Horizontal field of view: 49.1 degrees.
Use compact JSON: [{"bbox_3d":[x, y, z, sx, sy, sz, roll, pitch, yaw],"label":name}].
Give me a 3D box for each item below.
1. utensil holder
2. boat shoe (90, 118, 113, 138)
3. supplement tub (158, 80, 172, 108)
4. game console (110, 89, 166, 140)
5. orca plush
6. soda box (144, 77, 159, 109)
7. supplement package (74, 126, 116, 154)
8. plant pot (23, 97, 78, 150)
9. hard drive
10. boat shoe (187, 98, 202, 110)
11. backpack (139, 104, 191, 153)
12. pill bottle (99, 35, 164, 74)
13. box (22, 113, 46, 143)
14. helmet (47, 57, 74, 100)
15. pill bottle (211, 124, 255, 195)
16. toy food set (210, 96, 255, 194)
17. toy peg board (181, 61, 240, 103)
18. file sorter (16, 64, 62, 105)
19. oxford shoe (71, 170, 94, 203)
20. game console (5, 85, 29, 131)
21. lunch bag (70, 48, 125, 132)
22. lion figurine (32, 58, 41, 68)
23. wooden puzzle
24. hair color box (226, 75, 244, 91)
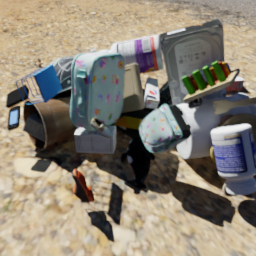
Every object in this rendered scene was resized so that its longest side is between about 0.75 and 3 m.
[{"bbox_3d":[2.765,-0.038,9.187,2.261,1.922,1.922,-9,36,-8],"label":"utensil holder"},{"bbox_3d":[-0.771,-0.002,8.213,0.777,0.266,0.290,34,54,7],"label":"boat shoe"},{"bbox_3d":[2.001,-1.474,10.655,1.207,1.970,1.207,36,24,-19],"label":"supplement tub"},{"bbox_3d":[0.255,-0.629,10.598,1.860,1.636,1.083,29,22,36],"label":"game console"},{"bbox_3d":[0.260,0.891,8.836,1.110,0.750,2.110,8,36,11],"label":"orca plush"},{"bbox_3d":[0.843,-1.263,10.094,0.439,0.410,1.288,9,46,-6],"label":"soda box"},{"bbox_3d":[-1.092,0.380,9.520,1.299,0.739,0.711,3,28,4],"label":"supplement package"},{"bbox_3d":[-2.507,-0.302,9.850,1.721,1.738,1.738,-20,39,-37],"label":"plant pot"},{"bbox_3d":[2.147,-1.932,9.056,1.870,2.676,0.506,-11,41,8],"label":"hard drive"},{"bbox_3d":[2.044,-0.780,8.366,0.290,0.250,0.798,42,41,19],"label":"boat shoe"},{"bbox_3d":[0.914,0.091,7.768,0.994,1.297,1.140,-9,65,-43],"label":"backpack"},{"bbox_3d":[0.106,-2.668,10.717,2.359,1.314,1.314,-8,34,11],"label":"pill bottle"},{"bbox_3d":[-3.075,-0.012,9.722,0.922,0.590,0.502,30,24,-7],"label":"box"},{"bbox_3d":[-2.224,-1.683,10.528,2.070,1.974,2.070,-22,42,22],"label":"helmet"},{"bbox_3d":[2.826,0.823,7.351,1.017,1.700,1.017,-11,3,1],"label":"pill bottle"},{"bbox_3d":[3.270,0.433,8.231,1.856,2.688,0.540,-10,7,-10],"label":"toy food set"},{"bbox_3d":[2.343,-1.489,8.162,1.429,0.699,1.423,-21,12,36],"label":"toy peg board"},{"bbox_3d":[-2.458,-1.194,7.767,0.680,0.770,1.109,-9,24,15],"label":"file sorter"},{"bbox_3d":[-1.240,1.545,7.141,0.425,1.173,0.417,-17,34,3],"label":"oxford shoe"},{"bbox_3d":[-3.631,-0.635,9.101,0.904,0.185,1.533,-20,60,22],"label":"game console"},{"bbox_3d":[-1.008,-1.250,9.074,0.975,2.529,2.028,16,24,28],"label":"lunch bag"},{"bbox_3d":[-5.016,-3.570,15.610,0.495,0.293,0.809,-13,50,-30],"label":"lion figurine"},{"bbox_3d":[-0.238,-1.308,10.046,1.857,2.753,0.322,0,6,33],"label":"wooden puzzle"},{"bbox_3d":[4.464,-2.191,13.373,1.732,0.554,0.960,-5,35,-9],"label":"hair color box"}]
